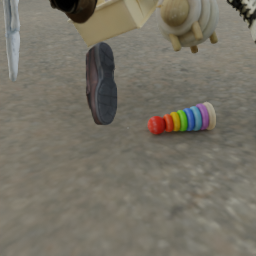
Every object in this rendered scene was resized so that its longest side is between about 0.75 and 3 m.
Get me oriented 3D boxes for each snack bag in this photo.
[{"bbox_3d":[-2.819,-2.914,6.913,0.305,2.853,2.690,-2,39,-19],"label":"snack bag"}]

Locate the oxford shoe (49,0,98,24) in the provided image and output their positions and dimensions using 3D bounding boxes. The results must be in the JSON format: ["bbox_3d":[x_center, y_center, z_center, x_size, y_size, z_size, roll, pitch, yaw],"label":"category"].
[{"bbox_3d":[-0.953,-2.126,4.342,0.817,0.949,2.248,9,-6,0],"label":"oxford shoe"}]

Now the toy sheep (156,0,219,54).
[{"bbox_3d":[1.314,-2.370,6.059,1.389,1.389,2.014,20,18,28],"label":"toy sheep"}]

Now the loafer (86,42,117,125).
[{"bbox_3d":[-0.579,-0.844,5.570,0.527,1.675,0.602,-11,-14,39],"label":"loafer"}]

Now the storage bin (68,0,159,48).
[{"bbox_3d":[-0.303,-3.575,8.365,2.104,0.986,2.089,-7,40,38],"label":"storage bin"}]

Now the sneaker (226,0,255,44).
[{"bbox_3d":[3.324,-3.418,7.766,1.216,1.049,2.773,-1,71,4],"label":"sneaker"}]

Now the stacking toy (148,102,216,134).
[{"bbox_3d":[1.386,-0.192,7.518,1.753,0.748,0.748,-10,33,-4],"label":"stacking toy"}]
